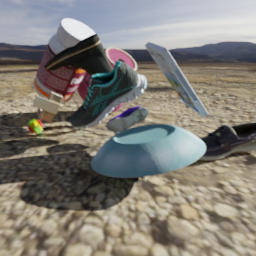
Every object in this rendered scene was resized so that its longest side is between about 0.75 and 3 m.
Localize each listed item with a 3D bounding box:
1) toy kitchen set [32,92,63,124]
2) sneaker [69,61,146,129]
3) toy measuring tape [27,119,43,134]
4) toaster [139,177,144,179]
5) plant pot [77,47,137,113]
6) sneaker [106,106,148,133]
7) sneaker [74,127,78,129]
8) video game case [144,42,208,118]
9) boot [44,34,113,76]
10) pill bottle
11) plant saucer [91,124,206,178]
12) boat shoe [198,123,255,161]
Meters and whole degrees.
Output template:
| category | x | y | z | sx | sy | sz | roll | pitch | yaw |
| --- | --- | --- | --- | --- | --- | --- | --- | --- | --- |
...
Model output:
| category | x | y | z | sx | sy | sz | roll | pitch | yaw |
| --- | --- | --- | --- | --- | --- | --- | --- | --- | --- |
| toy kitchen set | -3.025 | -0.881 | 10.030 | 0.864 | 1.059 | 0.955 | 21 | 10 | -32 |
| sneaker | -0.896 | -1.086 | 8.831 | 2.868 | 1.308 | 1.113 | -34 | 39 | 16 |
| toy measuring tape | -3.228 | 0.005 | 9.785 | 0.511 | 0.511 | 1.389 | -5 | -5 | -18 |
| toaster | -0.062 | 0.771 | 6.743 | 1.021 | 0.606 | 0.924 | 2 | 15 | 7 |
| plant pot | -0.785 | -2.194 | 12.162 | 2.360 | 2.112 | 2.360 | 23 | 40 | -20 |
| sneaker | -0.063 | -0.307 | 8.858 | 1.380 | 0.480 | 0.686 | -22 | 24 | -4 |
| sneaker | -1.691 | -0.254 | 9.970 | 0.841 | 0.310 | 0.486 | -8 | 60 | -56 |
| video game case | 1.307 | -1.357 | 7.723 | 0.197 | 2.181 | 1.562 | -38 | 25 | 4 |
| boot | -1.512 | -1.908 | 8.846 | 1.924 | 1.331 | 0.745 | -21 | 31 | 15 |
| pill bottle | -2.304 | -2.380 | 10.270 | 1.604 | 2.810 | 1.604 | 23 | 38 | -19 |
| plant saucer | 0.424 | 0.367 | 6.726 | 2.770 | 0.533 | 2.770 | -9 | 15 | 3 |
| boat shoe | 2.699 | 0.293 | 7.757 | 2.465 | 0.799 | 0.886 | -7 | 30 | -16 |
